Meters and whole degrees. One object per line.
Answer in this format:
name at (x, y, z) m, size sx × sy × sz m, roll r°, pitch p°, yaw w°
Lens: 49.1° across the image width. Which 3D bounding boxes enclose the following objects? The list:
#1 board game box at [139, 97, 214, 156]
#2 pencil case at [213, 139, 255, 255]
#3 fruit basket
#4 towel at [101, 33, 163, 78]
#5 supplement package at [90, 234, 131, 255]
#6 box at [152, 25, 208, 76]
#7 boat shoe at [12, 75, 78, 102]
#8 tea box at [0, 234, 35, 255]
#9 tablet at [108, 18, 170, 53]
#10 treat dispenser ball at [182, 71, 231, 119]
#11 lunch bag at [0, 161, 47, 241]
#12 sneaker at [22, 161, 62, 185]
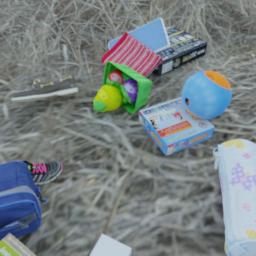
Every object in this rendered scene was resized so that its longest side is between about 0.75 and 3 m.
board game box at (1.552, -0.129, 9.294) m, size 1.810 × 0.506 × 1.772 m, roll -19°, pitch 47°, yaw -18°
pencil case at (2.842, 1.668, 6.803) m, size 1.354 × 1.241 × 2.986 m, roll 31°, pitch 41°, yaw -22°
fruit basket at (-0.403, -1.349, 10.000) m, size 2.044 × 1.474 × 2.044 m, roll 9°, pitch 34°, yaw -6°
towel at (0.059, -2.834, 11.627) m, size 1.759 × 0.273 × 2.432 m, roll -46°, pitch 56°, yaw 3°
supplement package at (-0.466, 2.972, 6.046) m, size 0.755 × 0.537 × 0.969 m, roll 19°, pitch 48°, yaw 19°
box at (1.718, -3.625, 12.775) m, size 2.966 × 0.728 × 2.391 m, roll -30°, pitch 53°, yaw -27°
boat shoe at (-3.054, -1.431, 10.221) m, size 2.350 × 0.699 × 0.844 m, roll -13°, pitch 5°, yaw -16°
tea box at (-2.274, 3.095, 5.243) m, size 0.978 × 1.464 × 1.441 m, roll 27°, pitch 50°, yaw 25°
tablet at (0.397, -3.582, 12.062) m, size 2.650 × 0.181 × 1.724 m, roll -20°, pitch 60°, yaw 18°
treat dispenser ball at (2.446, -1.026, 8.793) m, size 1.504 × 1.504 × 1.504 m, roll 0°, pitch 44°, yaw 0°
lunch bag at (-3.032, 1.878, 6.495) m, size 2.198 × 1.493 × 1.454 m, roll -13°, pitch 46°, yaw -16°
sneaker at (-2.625, 1.207, 7.733) m, size 1.574 × 0.689 × 0.581 m, roll -14°, pitch 52°, yaw -12°
